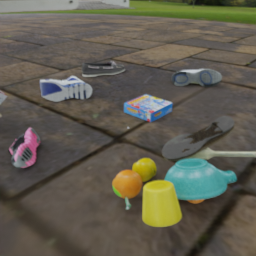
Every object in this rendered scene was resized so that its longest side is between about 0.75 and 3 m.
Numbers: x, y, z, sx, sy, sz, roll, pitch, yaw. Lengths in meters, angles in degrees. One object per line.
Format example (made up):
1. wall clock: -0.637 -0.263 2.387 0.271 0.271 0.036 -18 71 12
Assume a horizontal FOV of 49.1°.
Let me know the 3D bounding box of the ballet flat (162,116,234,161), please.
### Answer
1. ballet flat: 1.584 0.293 6.272 1.796 0.416 0.605 -27 53 -9

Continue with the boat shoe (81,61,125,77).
1. boat shoe: -1.106 -2.830 13.039 2.203 0.628 0.737 -15 31 -26

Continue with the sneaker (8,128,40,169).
1. sneaker: -2.602 0.564 6.763 0.676 0.560 1.418 -21 26 6

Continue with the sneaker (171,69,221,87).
1. sneaker: 2.848 -2.170 11.705 2.025 0.754 0.882 5 23 8

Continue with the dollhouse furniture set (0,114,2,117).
1. dollhouse furniture set: -4.102 -0.819 7.626 0.693 1.380 0.904 -37 37 -22

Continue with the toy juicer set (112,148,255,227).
1. toy juicer set: 1.051 1.028 5.641 2.977 0.810 1.894 -14 11 -36

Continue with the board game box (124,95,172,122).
1. board game box: 0.657 -0.668 9.192 1.129 0.322 1.153 23 35 36

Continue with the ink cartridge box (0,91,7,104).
1. ink cartridge box: -3.541 -0.993 6.708 0.926 0.388 0.813 37 -2 20

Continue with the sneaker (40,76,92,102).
1. sneaker: -2.328 -1.488 10.471 1.839 0.743 1.062 0 23 -15
